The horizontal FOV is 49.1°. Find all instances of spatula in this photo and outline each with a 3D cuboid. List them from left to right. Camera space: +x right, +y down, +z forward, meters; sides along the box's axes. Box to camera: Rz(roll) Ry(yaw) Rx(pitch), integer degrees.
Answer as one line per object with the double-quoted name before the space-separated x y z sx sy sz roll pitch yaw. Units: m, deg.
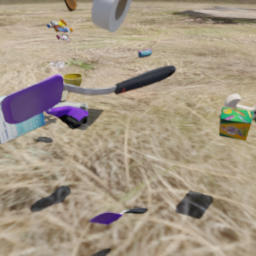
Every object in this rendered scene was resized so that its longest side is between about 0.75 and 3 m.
"spatula" -0.309 -0.434 3.080 2.055 0.581 0.211 -15 67 -24
"spatula" -0.040 1.012 3.288 0.974 0.275 0.100 10 47 -54

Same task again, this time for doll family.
"doll family" -1.875 -2.831 7.985 0.537 0.390 0.865 -17 60 -47

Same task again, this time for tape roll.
"tape roll" -0.407 -3.483 7.771 0.552 1.578 1.578 26 34 6

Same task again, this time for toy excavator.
"toy excavator" 4.586 -0.685 9.086 2.113 2.173 1.085 43 25 -14

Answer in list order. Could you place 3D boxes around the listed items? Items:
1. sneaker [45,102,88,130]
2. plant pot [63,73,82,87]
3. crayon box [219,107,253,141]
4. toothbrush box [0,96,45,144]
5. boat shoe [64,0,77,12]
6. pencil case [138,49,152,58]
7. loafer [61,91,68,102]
"sneaker" -1.066 -0.201 5.127 0.345 0.493 0.992 -7 -1 34
"plant pot" -2.285 -1.878 11.620 0.798 0.566 0.798 1 30 0
"crayon box" 1.943 -0.058 5.101 0.515 0.867 0.253 10 71 21
"toothbrush box" -3.376 -0.394 8.423 0.653 1.121 1.531 24 36 35
"boat shoe" -1.421 -3.117 6.474 0.289 0.821 0.289 -17 12 -22
"pencil case" 0.966 -4.278 16.059 0.835 0.386 0.355 -21 39 -34
"loafer" -2.666 -1.515 11.026 0.570 0.514 1.505 -7 30 -13
